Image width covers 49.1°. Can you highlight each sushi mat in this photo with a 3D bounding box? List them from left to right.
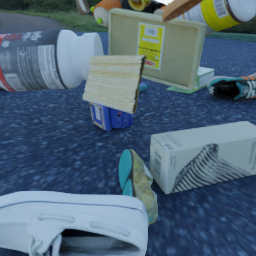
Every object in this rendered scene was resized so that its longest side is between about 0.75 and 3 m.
[{"bbox_3d":[-0.389,-0.970,5.776,0.134,1.059,2.213,4,9,-34],"label":"sushi mat"}]

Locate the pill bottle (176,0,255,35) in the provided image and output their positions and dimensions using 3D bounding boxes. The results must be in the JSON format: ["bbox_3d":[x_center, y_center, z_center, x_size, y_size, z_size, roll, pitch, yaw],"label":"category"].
[{"bbox_3d":[2.328,-3.317,7.908,1.221,1.221,2.235,-17,10,-35],"label":"pill bottle"}]

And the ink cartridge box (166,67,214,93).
[{"bbox_3d":[3.001,-2.351,13.392,1.306,0.746,2.516,17,28,34],"label":"ink cartridge box"}]

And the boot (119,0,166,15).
[{"bbox_3d":[0.174,-4.989,11.186,2.370,0.821,2.064,-10,40,-39],"label":"boot"}]

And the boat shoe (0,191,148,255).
[{"bbox_3d":[-1.028,1.510,4.059,2.651,0.975,0.866,-6,29,3],"label":"boat shoe"}]

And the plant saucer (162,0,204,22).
[{"bbox_3d":[1.252,-2.767,6.221,1.182,0.221,1.182,-29,5,3],"label":"plant saucer"}]

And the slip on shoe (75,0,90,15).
[{"bbox_3d":[-1.856,-4.961,10.677,0.396,1.308,0.497,-16,8,30],"label":"slip on shoe"}]

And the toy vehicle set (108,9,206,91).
[{"bbox_3d":[0.661,-2.223,7.810,2.748,1.707,0.364,21,35,25],"label":"toy vehicle set"}]

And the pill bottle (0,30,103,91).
[{"bbox_3d":[-2.318,-2.014,8.417,2.969,1.720,1.720,-2,23,7],"label":"pill bottle"}]

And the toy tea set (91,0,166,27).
[{"bbox_3d":[0.058,-3.330,8.585,2.687,1.598,0.994,4,53,44],"label":"toy tea set"}]

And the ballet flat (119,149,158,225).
[{"bbox_3d":[0.199,1.120,5.507,0.735,0.735,2.078,-1,23,-3],"label":"ballet flat"}]

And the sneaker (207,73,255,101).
[{"bbox_3d":[4.789,-1.570,11.322,2.997,1.069,1.197,-2,25,12],"label":"sneaker"}]

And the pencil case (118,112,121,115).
[{"bbox_3d":[-0.577,-0.667,9.930,0.863,0.381,0.381,4,23,6],"label":"pencil case"}]

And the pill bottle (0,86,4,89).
[{"bbox_3d":[-6.118,-2.417,12.893,2.170,1.257,1.257,-1,23,0],"label":"pill bottle"}]

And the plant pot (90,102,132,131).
[{"bbox_3d":[-0.575,-0.542,8.815,0.966,1.074,1.074,-21,31,-29],"label":"plant pot"}]

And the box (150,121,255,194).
[{"bbox_3d":[1.790,0.591,6.169,2.536,1.042,0.867,-9,25,-17],"label":"box"}]

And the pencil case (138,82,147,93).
[{"bbox_3d":[0.487,-1.793,12.523,0.373,0.405,0.877,4,19,40],"label":"pencil case"}]
